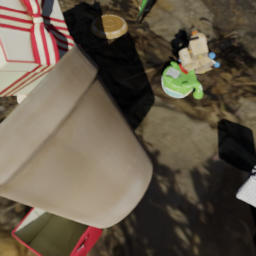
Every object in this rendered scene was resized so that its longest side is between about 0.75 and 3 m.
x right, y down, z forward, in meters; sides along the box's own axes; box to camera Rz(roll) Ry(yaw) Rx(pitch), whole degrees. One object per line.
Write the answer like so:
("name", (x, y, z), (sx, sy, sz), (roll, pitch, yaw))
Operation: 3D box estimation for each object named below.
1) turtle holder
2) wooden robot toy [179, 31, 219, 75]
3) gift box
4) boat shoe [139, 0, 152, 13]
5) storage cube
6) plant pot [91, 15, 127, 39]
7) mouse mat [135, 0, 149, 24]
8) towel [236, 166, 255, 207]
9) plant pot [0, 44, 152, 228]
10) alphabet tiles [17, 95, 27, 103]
("turtle holder", (1.797, -1.501, 9.386), (1.368, 0.971, 1.039), (1, 58, -4))
("wooden robot toy", (1.673, -1.968, 7.078), (0.923, 2.096, 0.951), (-16, 85, 22))
("gift box", (-2.657, -2.205, 6.836), (2.527, 2.359, 2.331), (-24, 92, -54))
("boat shoe", (0.833, -5.998, 12.882), (0.600, 0.601, 1.624), (2, 54, 2))
("storage cube", (-1.515, 2.380, 6.364), (1.503, 1.351, 1.285), (26, 58, 18))
("plant pot", (-0.811, -4.384, 11.961), (1.573, 0.216, 1.573), (0, 55, 0))
("mouse mat", (0.923, -5.000, 9.317), (0.101, 2.681, 2.158), (21, 69, -11))
("towel", (3.053, 1.400, 6.075), (1.127, 0.933, 0.482), (25, 51, 18))
("plant pot", (-0.954, 0.391, 4.940), (2.424, 2.793, 2.793), (42, 55, -19))
("alphabet tiles", (-3.198, -2.099, 9.660), (2.589, 0.193, 2.647), (-7, 77, -1))
